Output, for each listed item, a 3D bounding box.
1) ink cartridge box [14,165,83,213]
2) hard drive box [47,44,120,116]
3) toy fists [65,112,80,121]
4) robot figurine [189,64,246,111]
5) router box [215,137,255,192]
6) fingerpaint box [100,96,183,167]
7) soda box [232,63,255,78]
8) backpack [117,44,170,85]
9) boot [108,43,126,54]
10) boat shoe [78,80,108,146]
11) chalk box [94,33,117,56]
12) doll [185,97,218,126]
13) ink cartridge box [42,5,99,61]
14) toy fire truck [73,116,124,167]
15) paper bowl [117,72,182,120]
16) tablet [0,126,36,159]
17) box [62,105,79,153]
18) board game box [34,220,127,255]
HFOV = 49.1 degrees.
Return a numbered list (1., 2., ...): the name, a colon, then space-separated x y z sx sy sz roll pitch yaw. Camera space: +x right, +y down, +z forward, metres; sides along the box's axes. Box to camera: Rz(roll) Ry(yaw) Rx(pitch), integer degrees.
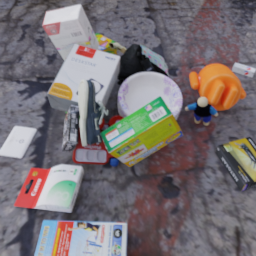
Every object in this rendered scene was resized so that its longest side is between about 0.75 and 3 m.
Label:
1. ink cartridge box: -2.758 2.020 9.783 2.064 0.517 1.661 6 46 5
2. hard drive box: -1.690 -1.851 11.261 2.073 1.022 2.660 16 62 4
3. toy fists: -2.138 -1.458 12.695 1.481 0.999 2.905 -5 49 -4
4. robot figurine: 3.813 -1.811 12.030 2.064 1.673 2.869 -18 23 15
5. router box: 4.401 1.305 10.488 1.468 0.488 1.867 -14 49 -12
6. fingerpaint box: 0.526 0.206 9.536 2.322 1.937 0.852 -32 61 8
7. soda box: 5.998 -2.996 14.525 1.081 0.344 0.368 23 52 19
8. backpack: 0.792 -2.702 12.881 2.426 2.024 1.535 21 52 -30
9. boot: -0.476 -3.639 12.790 0.783 0.282 0.606 41 29 18
10. boat shoe: -1.149 -0.414 9.088 0.833 2.693 1.008 -6 42 -14
11. chalk box: -1.870 -3.475 14.198 1.489 1.500 2.403 33 57 27
12. doll: 2.921 -0.660 11.184 1.300 1.905 0.462 14 73 17
13. ink cartridge box: -2.348 -3.888 12.481 1.625 2.790 0.941 -5 59 13
14. toy fire truck: -0.957 0.527 10.726 2.230 1.250 1.872 7 72 -19
15. paper bowl: 0.854 -0.942 11.749 2.624 1.365 2.624 2 61 -4
16. tablet: -4.500 0.559 11.444 1.016 0.107 1.561 7 48 7
17. box: -2.147 0.052 10.463 0.365 1.157 1.467 8 64 -21
18. board game box: -1.343 4.012 7.857 2.571 0.734 2.626 1 48 2
